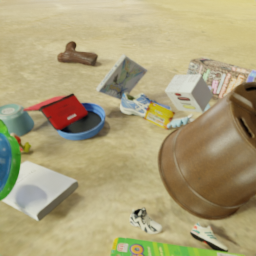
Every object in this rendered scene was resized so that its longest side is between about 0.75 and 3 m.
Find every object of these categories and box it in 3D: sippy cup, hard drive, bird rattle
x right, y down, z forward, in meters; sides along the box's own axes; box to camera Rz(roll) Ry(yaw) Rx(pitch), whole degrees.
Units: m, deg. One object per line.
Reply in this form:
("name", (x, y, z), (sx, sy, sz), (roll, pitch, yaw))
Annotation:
("sippy cup", (-3.446, 0.765, 6.018), (1.550, 1.661, 2.115), (22, 35, -52))
("hard drive", (-2.576, 1.600, 7.540), (2.111, 0.282, 1.393), (12, 34, 33))
("bird rattle", (-3.539, 0.521, 8.838), (0.513, 0.911, 0.743), (-30, 77, 3))

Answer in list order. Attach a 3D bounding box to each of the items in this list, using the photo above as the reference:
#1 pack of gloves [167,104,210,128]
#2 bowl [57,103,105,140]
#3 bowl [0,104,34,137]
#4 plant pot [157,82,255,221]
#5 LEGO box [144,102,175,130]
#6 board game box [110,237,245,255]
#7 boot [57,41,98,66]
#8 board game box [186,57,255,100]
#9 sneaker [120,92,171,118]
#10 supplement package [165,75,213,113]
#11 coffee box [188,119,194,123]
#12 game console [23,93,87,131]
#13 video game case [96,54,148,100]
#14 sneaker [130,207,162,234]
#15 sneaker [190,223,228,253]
("pack of gloves", (2.287, -0.499, 9.628), (1.845, 0.433, 2.196), (-12, 6, 18))
("bowl", (-1.777, -0.251, 10.351), (1.910, 0.375, 1.910), (-3, 39, 3))
("bowl", (-4.319, -0.351, 10.308), (1.543, 0.807, 1.543), (0, 32, 0))
("plant pot", (2.394, 0.494, 6.468), (2.649, 2.623, 2.649), (10, 57, -15))
("LEGO box", (1.124, -0.431, 10.203), (0.987, 0.735, 0.381), (26, 61, 8))
("board game box", (0.965, 3.002, 5.586), (2.808, 0.421, 1.341), (7, 33, 7))
("boot", (-2.646, -4.366, 16.437), (2.371, 0.761, 2.210), (7, 47, 16))
("board game box", (3.940, -2.024, 11.864), (2.573, 1.246, 2.051), (21, 25, 21))
("sneaker", (0.669, -0.873, 11.087), (2.112, 0.813, 0.799), (9, 33, 12))
("supplement package", (1.586, -0.895, 7.298), (0.835, 0.799, 0.614), (11, 61, 49))
("coffee box", (2.847, 0.227, 9.297), (1.671, 0.955, 0.666), (-2, 33, -5))
("game console", (-2.649, -0.579, 10.356), (1.486, 1.024, 1.725), (53, 40, 0))
("video game case", (-0.199, -1.938, 11.267), (0.207, 1.711, 1.877), (49, 18, 26))
("sneaker", (0.426, 2.183, 6.691), (0.821, 0.534, 0.328), (19, 39, 26))
("sneaker", (1.890, 2.474, 6.392), (0.890, 0.313, 0.416), (20, 53, 32))
